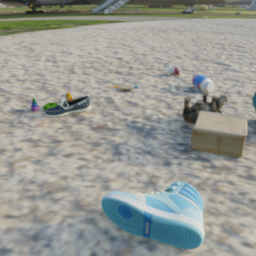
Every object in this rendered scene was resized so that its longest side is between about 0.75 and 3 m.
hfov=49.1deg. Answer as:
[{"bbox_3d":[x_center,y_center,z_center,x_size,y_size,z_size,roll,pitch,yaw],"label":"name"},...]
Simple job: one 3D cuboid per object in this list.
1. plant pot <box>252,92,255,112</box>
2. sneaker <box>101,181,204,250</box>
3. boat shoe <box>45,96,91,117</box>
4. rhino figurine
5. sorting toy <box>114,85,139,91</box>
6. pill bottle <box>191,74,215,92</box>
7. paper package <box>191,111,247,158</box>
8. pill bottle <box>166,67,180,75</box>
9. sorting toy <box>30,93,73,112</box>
[{"bbox_3d":[5.854,-0.619,10.816,1.822,1.822,1.712,7,44,12],"label":"plant pot"},{"bbox_3d":[0.687,1.853,6.900,2.461,0.979,1.607,18,34,13],"label":"sneaker"},{"bbox_3d":[-2.675,-0.966,12.381,2.037,0.630,0.763,-10,33,-4],"label":"boat shoe"},{"bbox_3d":[3.284,-0.857,11.734,2.621,1.146,0.784,-15,39,-32],"label":"rhino figurine"},{"bbox_3d":[-0.083,-2.168,15.255,1.357,0.185,0.764,3,24,4],"label":"sorting toy"},{"bbox_3d":[4.060,-2.413,15.122,0.706,0.706,1.258,-12,32,-21],"label":"pill bottle"},{"bbox_3d":[3.278,0.162,10.084,1.766,0.913,1.683,9,29,18],"label":"paper package"},{"bbox_3d":[2.844,-3.590,17.590,0.855,0.483,0.483,3,28,6],"label":"pill bottle"},{"bbox_3d":[-3.453,-1.244,12.950,2.075,0.715,0.719,-7,29,-14],"label":"sorting toy"}]
